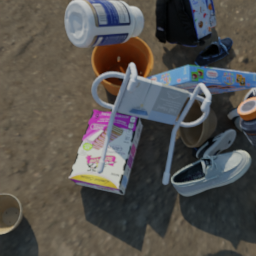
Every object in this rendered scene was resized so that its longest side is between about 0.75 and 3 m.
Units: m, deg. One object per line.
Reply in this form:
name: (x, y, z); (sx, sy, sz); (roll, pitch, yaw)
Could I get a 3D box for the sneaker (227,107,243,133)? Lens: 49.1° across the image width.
sneaker: (4.371, -0.537, 9.013); (2.206, 0.815, 0.875); (-23, 82, 7)

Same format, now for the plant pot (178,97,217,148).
plant pot: (2.133, -0.165, 8.334); (0.692, 1.499, 1.499); (1, 66, -17)

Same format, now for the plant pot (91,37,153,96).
plant pot: (-0.197, -1.890, 9.259); (1.927, 1.349, 1.927); (1, 71, -3)

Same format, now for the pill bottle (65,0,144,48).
pill bottle: (-0.573, -2.865, 7.661); (2.068, 1.147, 1.147); (-21, 65, -41)

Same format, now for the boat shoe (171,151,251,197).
boat shoe: (2.225, 1.195, 7.724); (2.245, 0.800, 0.783); (-30, 42, 20)

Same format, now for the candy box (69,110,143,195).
candy box: (-0.602, 0.661, 8.283); (1.552, 0.694, 2.276); (8, 66, 17)

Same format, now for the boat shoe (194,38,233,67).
boat shoe: (3.190, -2.764, 10.098); (1.711, 0.587, 0.720); (-41, 73, -16)

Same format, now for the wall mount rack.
wall mount rack: (0.471, -0.033, 6.334); (2.871, 2.494, 1.070); (13, 34, -14)

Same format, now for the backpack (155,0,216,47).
backpack: (1.920, -3.888, 9.398); (1.593, 1.969, 2.068); (-41, 37, -21)

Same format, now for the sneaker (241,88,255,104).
sneaker: (4.369, -1.057, 9.473); (0.625, 0.404, 1.153); (41, 70, 18)

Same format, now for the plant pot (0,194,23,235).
plant pot: (-3.395, 2.432, 7.817); (1.052, 0.706, 1.052); (0, 66, 1)

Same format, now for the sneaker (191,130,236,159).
sneaker: (2.565, 0.419, 8.685); (1.531, 0.559, 0.856); (-34, 34, -25)

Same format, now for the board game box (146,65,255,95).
board game box: (2.128, -1.325, 8.218); (2.566, 1.941, 0.469); (0, 89, -29)

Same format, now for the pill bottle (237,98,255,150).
pill bottle: (3.412, 0.039, 7.016); (1.699, 0.902, 0.902); (47, 70, -23)
